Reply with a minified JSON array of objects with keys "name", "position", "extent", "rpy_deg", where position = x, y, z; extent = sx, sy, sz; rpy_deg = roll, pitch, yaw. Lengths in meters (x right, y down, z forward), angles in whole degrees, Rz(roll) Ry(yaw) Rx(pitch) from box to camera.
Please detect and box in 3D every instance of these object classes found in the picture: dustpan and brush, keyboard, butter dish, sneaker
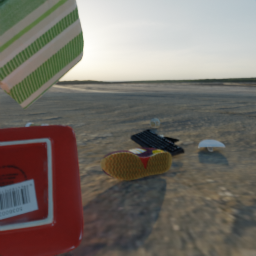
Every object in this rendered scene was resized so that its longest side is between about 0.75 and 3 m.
[{"name":"dustpan and brush","position":[2.772,0.591,9.617],"extent":[0.839,0.344,1.202],"rpy_deg":[-1,17,6]},{"name":"keyboard","position":[1.027,0.452,9.271],"extent":[1.201,0.257,2.001],"rpy_deg":[-14,24,-25]},{"name":"butter dish","position":[-1.634,1.048,4.121],"extent":[1.874,1.869,1.385],"rpy_deg":[-5,-32,-10]},{"name":"sneaker","position":[0.118,0.866,7.032],"extent":[1.917,0.719,0.864],"rpy_deg":[3,3,-28]}]

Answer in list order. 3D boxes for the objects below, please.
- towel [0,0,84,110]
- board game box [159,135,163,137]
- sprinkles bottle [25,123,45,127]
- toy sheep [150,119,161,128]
[{"name":"towel","position":[-1.612,-1.423,4.932],"extent":[1.947,0.299,2.553],"rpy_deg":[-43,-12,-12]},{"name":"board game box","position":[0.936,0.471,10.170],"extent":[0.667,0.290,0.903],"rpy_deg":[2,12,8]},{"name":"sprinkles bottle","position":[-3.631,0.075,11.830],"extent":[1.420,0.485,0.485],"rpy_deg":[4,11,18]},{"name":"toy sheep","position":[1.319,-0.227,13.547],"extent":[0.522,0.522,0.757],"rpy_deg":[6,14,30]}]
